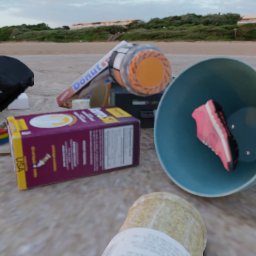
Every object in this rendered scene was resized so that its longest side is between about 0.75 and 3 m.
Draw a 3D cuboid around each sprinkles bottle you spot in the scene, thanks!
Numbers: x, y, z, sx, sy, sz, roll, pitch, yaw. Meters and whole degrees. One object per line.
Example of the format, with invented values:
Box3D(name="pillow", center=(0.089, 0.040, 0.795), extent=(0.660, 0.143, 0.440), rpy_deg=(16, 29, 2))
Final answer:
Box3D(name="sprinkles bottle", center=(-0.025, 1.524, 2.014), extent=(0.950, 0.950, 2.783), rpy_deg=(6, 19, 19))

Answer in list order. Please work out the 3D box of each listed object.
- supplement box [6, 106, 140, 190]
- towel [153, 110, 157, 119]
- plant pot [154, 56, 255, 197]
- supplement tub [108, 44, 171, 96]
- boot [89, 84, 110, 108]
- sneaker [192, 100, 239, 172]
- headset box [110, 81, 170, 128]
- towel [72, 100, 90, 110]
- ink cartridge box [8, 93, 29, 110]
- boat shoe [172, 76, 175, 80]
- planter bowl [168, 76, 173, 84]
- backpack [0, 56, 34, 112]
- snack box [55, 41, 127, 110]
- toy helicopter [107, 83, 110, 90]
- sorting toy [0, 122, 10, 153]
Box3D(name="supplement box", center=(-1.099, 0.281, 5.723), extent=(2.400, 1.028, 1.325), rpy_deg=(-9, 21, -25))
Box3D(name="towel", center=(1.196, -0.156, 7.156), extent=(1.077, 0.171, 1.500), rpy_deg=(-11, 33, 9))
Box3D(name="plant pot", center=(1.816, 0.051, 5.066), extent=(1.538, 2.284, 2.284), rpy_deg=(10, 8, -41))
Box3D(name="supplement tub", center=(0.242, -1.441, 6.833), extent=(1.184, 1.184, 1.932), rpy_deg=(-5, 19, -15))
Box3D(name="boot", center=(-0.503, -0.456, 7.437), extent=(0.526, 1.373, 1.066), rpy_deg=(15, 11, 36))
Box3D(name="sneaker", center=(1.570, 0.178, 5.081), extent=(0.565, 1.303, 0.480), rpy_deg=(-24, -10, 37))
Box3D(name="headset box", center=(0.484, -0.815, 9.048), extent=(2.054, 1.094, 2.359), rpy_deg=(-1, 18, -7))
Box3D(name="towel", center=(-1.355, -0.506, 8.609), extent=(0.835, 0.715, 0.201), rpy_deg=(3, 15, 32))
Box3D(name="ink cartridge box", center=(-4.283, -1.032, 10.835), extent=(0.742, 0.430, 1.005), rpy_deg=(-8, 21, -23))
Box3D(name="boat shoe", center=(1.348, -1.859, 12.671), extent=(2.393, 0.894, 0.793), rpy_deg=(-5, 21, -16))
Box3D(name="planter bowl", center=(0.761, -1.641, 11.099), extent=(1.726, 1.726, 1.162), rpy_deg=(-10, -10, -29))
Box3D(name="backpack", center=(-3.832, -0.912, 7.341), extent=(1.704, 2.217, 1.808), rpy_deg=(39, 17, -13))
Box3D(name="snack box", center=(-0.980, -1.598, 9.036), extent=(2.907, 0.353, 1.045), rpy_deg=(-36, -15, 16))
Box3D(name="toy helicopter", center=(-1.521, -1.929, 13.092), extent=(2.411, 0.951, 1.595), rpy_deg=(-26, 25, -28))
Box3D(name="sorting toy", center=(-3.228, 0.192, 6.841), extent=(2.736, 0.463, 1.319), rpy_deg=(-2, 16, -4))
